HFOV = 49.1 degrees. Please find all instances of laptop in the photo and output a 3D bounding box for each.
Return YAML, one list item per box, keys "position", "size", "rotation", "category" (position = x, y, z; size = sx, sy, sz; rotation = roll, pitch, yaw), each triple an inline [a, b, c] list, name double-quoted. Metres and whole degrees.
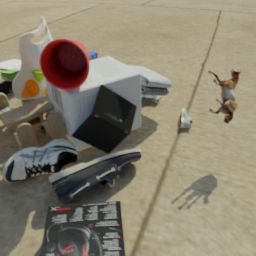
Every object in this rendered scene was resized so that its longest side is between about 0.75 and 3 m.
- position: [-0.724, -0.234, 8.968]
  size: [0.945, 1.527, 1.631]
  rotation: [-13, 56, 49]
  category: "laptop"

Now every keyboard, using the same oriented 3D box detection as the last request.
- position: [-5.945, -1.763, 12.844]
  size: [1.045, 0.398, 2.008]
  rotation: [13, 38, 14]
  category: "keyboard"

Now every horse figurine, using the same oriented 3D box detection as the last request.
- position: [3.076, -1.004, 8.847]
  size: [1.297, 1.958, 0.489]
  rotation: [10, -16, -36]
  category: "horse figurine"

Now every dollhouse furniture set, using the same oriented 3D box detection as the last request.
- position: [-4.102, -0.513, 9.358]
  size: [2.997, 1.950, 2.753]
  rotation: [-26, 41, -27]
  category: "dollhouse furniture set"

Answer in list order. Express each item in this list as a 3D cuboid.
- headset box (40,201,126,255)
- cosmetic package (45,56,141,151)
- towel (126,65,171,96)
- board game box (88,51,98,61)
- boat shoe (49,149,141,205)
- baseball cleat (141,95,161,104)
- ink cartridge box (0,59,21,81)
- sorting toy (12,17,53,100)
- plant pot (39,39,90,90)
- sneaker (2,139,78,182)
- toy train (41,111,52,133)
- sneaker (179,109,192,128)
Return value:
- position: [-0.920, 2.769, 5.892]
  size: [1.737, 0.877, 2.337]
  rotation: [-4, 35, -5]
  category: "headset box"
- position: [-1.197, -0.982, 10.048]
  size: [2.669, 2.220, 2.234]
  rotation: [-21, 38, -25]
  category: "cosmetic package"
- position: [0.568, -1.844, 11.106]
  size: [1.538, 0.795, 1.857]
  rotation: [-7, 32, -46]
  category: "towel"
- position: [-2.477, -2.851, 13.259]
  size: [2.263, 1.721, 0.509]
  rotation: [16, 38, 23]
  category: "board game box"
- position: [-0.785, 1.363, 8.223]
  size: [2.931, 1.065, 0.919]
  rotation: [-16, 80, -30]
  category: "boat shoe"
- position: [0.963, -1.235, 12.106]
  size: [1.079, 0.376, 0.575]
  rotation: [-24, 41, -29]
  category: "baseball cleat"
- position: [-5.444, -2.592, 13.339]
  size: [1.655, 0.848, 2.240]
  rotation: [11, 27, 16]
  category: "ink cartridge box"
- position: [-3.199, -2.648, 10.291]
  size: [1.403, 2.363, 2.625]
  rotation: [10, 47, 11]
  category: "sorting toy"
- position: [-1.748, -2.004, 8.339]
  size: [1.442, 1.442, 1.276]
  rotation: [2, 27, 2]
  category: "plant pot"
- position: [-2.559, 1.042, 8.415]
  size: [2.266, 0.857, 0.993]
  rotation: [-27, 44, -32]
  category: "sneaker"
- position: [-3.035, -0.465, 11.061]
  size: [0.465, 0.346, 2.029]
  rotation: [-8, 35, 8]
  category: "toy train"
- position: [2.251, -0.336, 10.874]
  size: [0.480, 0.395, 1.044]
  rotation: [11, 43, 3]
  category: "sneaker"
